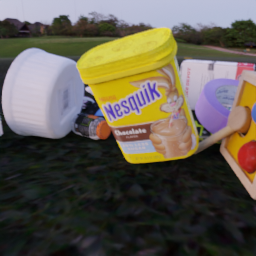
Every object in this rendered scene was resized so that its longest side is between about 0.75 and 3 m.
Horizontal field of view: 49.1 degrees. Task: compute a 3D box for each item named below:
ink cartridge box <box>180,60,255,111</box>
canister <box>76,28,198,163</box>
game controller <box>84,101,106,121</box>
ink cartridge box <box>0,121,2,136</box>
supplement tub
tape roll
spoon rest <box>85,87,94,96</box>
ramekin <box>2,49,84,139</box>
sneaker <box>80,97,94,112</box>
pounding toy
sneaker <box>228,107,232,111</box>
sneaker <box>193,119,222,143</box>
[{"bbox_3d":[3.782,-1.792,12.188,2.887,2.119,1.196,11,23,23],"label":"ink cartridge box"},{"bbox_3d":[0.381,-0.592,6.732,2.178,2.933,1.269,-9,35,23],"label":"canister"},{"bbox_3d":[-0.358,-0.622,10.204,2.965,0.624,1.547,4,36,39],"label":"game controller"},{"bbox_3d":[-4.998,0.154,8.139,1.779,1.036,2.460,-2,18,-6],"label":"ink cartridge box"},{"bbox_3d":[-1.206,-0.037,9.199,1.222,0.749,0.749,14,23,35],"label":"supplement tub"},{"bbox_3d":[3.223,-0.529,8.334,2.300,0.754,2.300,7,43,-7],"label":"tape roll"},{"bbox_3d":[-1.508,-1.576,12.571,0.917,0.278,0.456,28,25,17],"label":"spoon rest"},{"bbox_3d":[-2.534,-1.011,9.046,1.384,2.840,2.840,13,21,12],"label":"ramekin"},{"bbox_3d":[-2.018,-0.848,11.288,1.674,0.672,0.723,12,49,-39],"label":"sneaker"},{"bbox_3d":[2.940,0.127,6.393,1.989,2.576,2.798,7,21,-3],"label":"pounding toy"},{"bbox_3d":[3.987,-0.538,10.110,1.782,0.692,0.769,-15,43,-28],"label":"sneaker"},{"bbox_3d":[2.580,0.185,8.530,2.089,0.798,0.788,-1,48,-8],"label":"sneaker"}]
